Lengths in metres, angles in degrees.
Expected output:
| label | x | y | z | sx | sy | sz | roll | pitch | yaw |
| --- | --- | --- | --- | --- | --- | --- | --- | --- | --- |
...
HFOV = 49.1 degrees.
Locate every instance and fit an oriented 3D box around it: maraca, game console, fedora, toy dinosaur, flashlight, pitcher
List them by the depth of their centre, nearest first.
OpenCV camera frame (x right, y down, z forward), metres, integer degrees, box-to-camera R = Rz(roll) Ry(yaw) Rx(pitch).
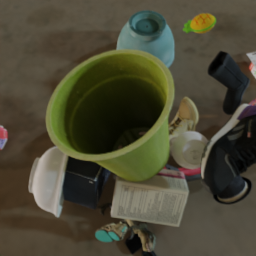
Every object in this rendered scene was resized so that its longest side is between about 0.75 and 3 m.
| label | x | y | z | sx | sy | sz | roll | pitch | yaw |
| --- | --- | --- | --- | --- | --- | --- | --- | --- | --- |
| fedora | 3.059 | 1.727 | 8.430 | 1.217 | 1.217 | 0.556 | -38 | 110 | -19 |
| pitcher | 2.057 | 0.606 | 8.491 | 1.543 | 1.798 | 1.090 | -9 | 91 | 2 |
| game console | 0.518 | 3.822 | 8.614 | 0.759 | 0.155 | 1.286 | -31 | 64 | -16 |
| toy dinosaur | -0.166 | 2.746 | 8.919 | 1.304 | 0.702 | 2.958 | -25 | 51 | -4 |
| flashlight | 2.005 | 1.395 | 9.392 | 2.515 | 0.851 | 0.854 | -13 | 53 | -2 |
| maraca | 2.580 | -3.767 | 10.186 | 1.182 | 0.632 | 0.810 | -2 | 52 | 29 |

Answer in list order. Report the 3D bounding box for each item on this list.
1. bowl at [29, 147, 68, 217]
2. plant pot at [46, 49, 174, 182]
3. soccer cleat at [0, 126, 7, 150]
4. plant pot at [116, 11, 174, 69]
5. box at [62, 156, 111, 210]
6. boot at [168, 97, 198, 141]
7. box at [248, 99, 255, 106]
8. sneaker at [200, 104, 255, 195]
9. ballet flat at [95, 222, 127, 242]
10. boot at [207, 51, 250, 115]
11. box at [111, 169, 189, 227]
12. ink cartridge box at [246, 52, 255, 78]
| label | x | y | z | sx | sy | sz | roll | pitch | yaw |
| --- | --- | --- | --- | --- | --- | --- | --- | --- | --- |
| bowl | -2.316 | 1.471 | 8.312 | 0.974 | 2.168 | 2.168 | 10 | 60 | -7 |
| plant pot | -0.051 | 0.047 | 6.978 | 2.858 | 2.714 | 2.858 | -10 | 57 | 15 |
| soccer cleat | -5.609 | 0.327 | 10.278 | 2.279 | 0.760 | 0.872 | 3 | 67 | -1 |
| plant pot | 0.763 | -3.804 | 11.989 | 2.631 | 1.763 | 2.631 | 0 | 61 | 1 |
| box | -1.211 | 1.248 | 8.852 | 1.150 | 1.856 | 1.825 | 15 | 48 | 6 |
| boot | 1.593 | -0.046 | 9.699 | 1.530 | 1.969 | 0.717 | -28 | 54 | -14 |
| box | 4.490 | -0.421 | 9.721 | 0.891 | 1.882 | 0.966 | 45 | 98 | 10 |
| sneaker | 2.994 | 0.454 | 7.118 | 1.308 | 1.131 | 2.987 | 6 | 50 | 53 |
| ballet flat | -0.434 | 2.977 | 8.071 | 0.555 | 1.475 | 0.500 | -39 | 91 | -36 |
| boot | 3.368 | -1.491 | 9.667 | 0.633 | 1.929 | 1.590 | 21 | 86 | 46 |
| box | 0.610 | 1.984 | 8.442 | 2.065 | 1.320 | 1.125 | 10 | 22 | -2 |
| ink cartridge box | 5.771 | -2.612 | 12.106 | 0.845 | 0.390 | 1.551 | -14 | 60 | -8 |
